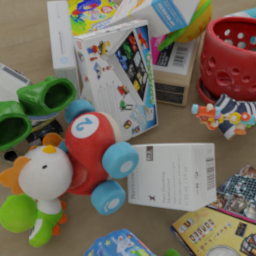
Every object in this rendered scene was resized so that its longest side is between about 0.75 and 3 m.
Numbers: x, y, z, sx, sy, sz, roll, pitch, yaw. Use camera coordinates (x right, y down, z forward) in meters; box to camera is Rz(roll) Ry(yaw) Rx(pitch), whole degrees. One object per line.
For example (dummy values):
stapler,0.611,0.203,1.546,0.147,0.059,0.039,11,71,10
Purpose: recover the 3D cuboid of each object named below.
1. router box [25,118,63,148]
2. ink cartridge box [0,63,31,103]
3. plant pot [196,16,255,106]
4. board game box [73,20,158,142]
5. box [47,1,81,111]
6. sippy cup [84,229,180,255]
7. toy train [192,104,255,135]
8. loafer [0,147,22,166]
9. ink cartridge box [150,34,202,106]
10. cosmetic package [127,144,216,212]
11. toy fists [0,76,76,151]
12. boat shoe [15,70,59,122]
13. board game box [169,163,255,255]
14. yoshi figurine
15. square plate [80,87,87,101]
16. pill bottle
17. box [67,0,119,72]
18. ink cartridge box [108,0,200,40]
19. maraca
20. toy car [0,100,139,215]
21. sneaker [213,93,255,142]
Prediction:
router box,-2.578,0.047,8.286,1.045,0.273,0.822,-30,53,-20
ink cartridge box,-3.798,-0.832,6.446,2.328,2.020,0.507,32,21,-23
plant pot,3.276,-1.811,8.284,2.407,2.192,2.407,2,46,-2
board game box,-0.184,-1.066,7.313,1.884,2.984,0.516,-25,33,-27
box,-1.679,-1.674,7.706,0.546,2.651,2.066,-7,67,-10
sippy cup,0.008,3.086,5.394,1.973,2.513,1.841,-49,48,-1
toy train,2.032,-0.143,5.822,1.559,1.171,0.434,7,86,0
loafer,-3.313,0.707,7.793,1.275,0.444,0.479,28,61,17
ink cartridge box,1.078,-2.274,9.347,2.335,1.064,2.834,12,58,11
cosmetic package,0.990,1.033,6.412,1.629,1.344,1.343,-5,85,36
toy fists,-2.055,-0.347,5.505,1.088,0.734,2.135,-1,37,52
boat shoe,-3.103,-0.981,7.475,2.723,0.986,0.984,16,44,9
board game box,2.609,2.302,6.716,2.692,0.466,1.824,-31,62,-18
yoshi figurine,-2.218,1.377,6.624,1.469,1.475,2.624,-5,50,0
square plate,-0.603,-1.494,8.578,1.881,0.270,1.899,11,84,30
pill bottle,4.034,-3.423,10.014,2.434,1.348,1.348,-19,58,-11
box,-1.338,-3.536,10.085,2.207,1.347,2.126,-28,62,-17
ink cartridge box,0.557,-3.340,7.910,2.837,0.962,1.633,-3,53,48
maraca,1.684,-3.101,8.405,1.168,1.498,2.184,45,73,-9
toy car,-1.336,0.667,5.551,2.214,1.958,2.040,-8,38,-39
sneaker,3.047,-0.502,7.549,2.026,0.710,1.099,-25,64,-29
